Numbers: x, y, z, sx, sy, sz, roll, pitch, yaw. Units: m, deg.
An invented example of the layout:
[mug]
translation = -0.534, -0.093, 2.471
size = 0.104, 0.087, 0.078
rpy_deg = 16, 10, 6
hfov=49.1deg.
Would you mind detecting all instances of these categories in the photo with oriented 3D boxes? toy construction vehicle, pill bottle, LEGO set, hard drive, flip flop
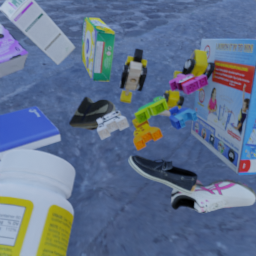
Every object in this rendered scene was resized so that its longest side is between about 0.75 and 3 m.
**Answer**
[toy construction vehicle]
translation = 0.885, -1.319, 7.695
size = 2.180, 2.504, 0.882
rpy_deg = 7, 62, -4
[pill bottle]
translation = -1.692, 1.789, 4.250
size = 1.532, 1.532, 2.681
rpy_deg = 4, 58, 5
[LEGO set]
translation = 0.461, -0.272, 5.700
size = 2.287, 0.872, 0.939
rpy_deg = -27, 27, -8
[hard drive]
translation = -2.861, 0.200, 5.960
size = 2.363, 0.300, 1.559
rpy_deg = -19, 34, -29
[flip flop]
translation = -0.848, -0.288, 7.002
size = 2.215, 0.638, 0.898
rpy_deg = 6, 65, 58

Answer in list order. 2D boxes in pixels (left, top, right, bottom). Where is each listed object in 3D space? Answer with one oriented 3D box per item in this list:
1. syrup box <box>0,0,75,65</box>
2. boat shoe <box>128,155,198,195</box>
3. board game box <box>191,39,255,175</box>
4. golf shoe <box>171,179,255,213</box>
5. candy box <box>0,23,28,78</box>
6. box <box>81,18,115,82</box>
[syrup box]
translation = -2.813, -3.143, 8.930
size = 0.921, 2.262, 0.891
rpy_deg = -46, 56, -2
[boat shoe]
translation = 0.710, 0.837, 5.588
size = 1.451, 0.452, 0.541
rpy_deg = 24, 20, 3
[board game box]
translation = 2.558, -0.729, 6.908
size = 0.795, 2.784, 2.843
rpy_deg = 0, 18, -9
[golf shoe]
translation = 1.702, 1.482, 5.744
size = 1.690, 0.614, 0.778
rpy_deg = -5, 35, 33
[candy box]
translation = -4.145, -2.291, 7.584
size = 2.085, 0.746, 1.749
rpy_deg = 47, 46, 2
[box]
translation = -1.071, -2.662, 9.109
size = 0.621, 1.505, 2.566
rpy_deg = 0, 29, -17
